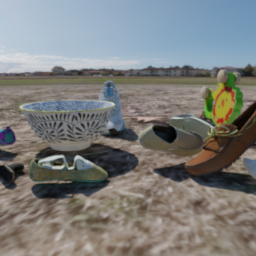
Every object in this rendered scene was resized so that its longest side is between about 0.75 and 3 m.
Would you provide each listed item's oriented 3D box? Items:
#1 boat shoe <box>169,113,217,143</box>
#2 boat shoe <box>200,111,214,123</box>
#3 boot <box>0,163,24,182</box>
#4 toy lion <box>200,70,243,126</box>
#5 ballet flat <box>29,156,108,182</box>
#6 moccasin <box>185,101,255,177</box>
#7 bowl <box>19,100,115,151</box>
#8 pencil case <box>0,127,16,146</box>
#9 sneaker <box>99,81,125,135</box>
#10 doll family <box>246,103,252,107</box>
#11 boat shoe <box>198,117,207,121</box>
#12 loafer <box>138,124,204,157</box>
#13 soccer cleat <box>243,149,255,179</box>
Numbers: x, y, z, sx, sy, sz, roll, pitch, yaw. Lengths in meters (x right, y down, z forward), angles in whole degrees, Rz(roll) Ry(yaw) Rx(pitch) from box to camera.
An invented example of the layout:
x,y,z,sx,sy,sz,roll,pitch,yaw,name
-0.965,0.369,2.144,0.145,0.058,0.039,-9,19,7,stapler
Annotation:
x,y,z,sx,sy,sz,roll,pitch,yaw,name
2.357,-0.035,9.408,0.900,0.956,2.661,-17,14,-16,boat shoe
3.949,-0.547,13.322,0.506,0.480,1.338,-9,15,-37,boat shoe
-2.594,0.956,6.425,0.616,0.345,0.891,-4,12,-43,boot
4.023,-1.077,12.052,0.850,2.373,2.476,10,-21,-12,toy lion
-1.267,0.862,6.008,1.676,0.593,0.593,1,11,-9,ballet flat
2.351,0.203,6.505,2.541,0.981,0.929,-35,9,-1,moccasin
-1.843,-0.076,8.838,2.882,1.352,2.882,0,11,0,bowl
-4.041,0.306,8.476,1.276,0.543,0.590,-7,-16,26,pencil case
-0.787,-0.908,11.255,1.117,1.291,2.979,-6,37,-4,sneaker
4.789,0.242,8.395,2.948,1.328,1.830,28,18,29,doll family
2.864,-0.236,11.324,0.405,0.404,1.150,26,-1,-11,boat shoe
1.227,0.313,7.328,1.859,0.703,0.635,5,-32,-17,loafer
3.323,0.524,6.194,1.695,0.592,0.732,-28,46,-11,soccer cleat
